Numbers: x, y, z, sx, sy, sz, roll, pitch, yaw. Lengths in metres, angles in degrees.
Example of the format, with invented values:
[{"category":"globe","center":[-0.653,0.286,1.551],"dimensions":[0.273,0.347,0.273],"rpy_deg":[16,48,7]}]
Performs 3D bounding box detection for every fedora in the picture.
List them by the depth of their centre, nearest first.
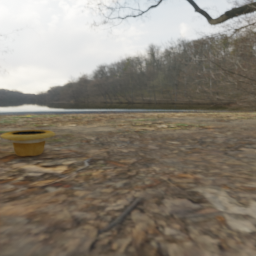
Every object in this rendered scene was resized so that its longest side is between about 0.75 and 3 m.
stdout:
[{"category":"fedora","center":[-3.206,0.490,9.080],"dimensions":[1.807,0.737,1.807],"rpy_deg":[-1,6,0]}]
